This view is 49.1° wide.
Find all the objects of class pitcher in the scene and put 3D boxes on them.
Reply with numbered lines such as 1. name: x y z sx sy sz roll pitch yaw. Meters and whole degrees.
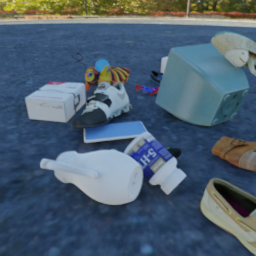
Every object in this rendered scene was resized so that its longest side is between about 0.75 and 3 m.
1. pitcher: -0.765 0.977 5.979 1.866 1.131 1.600 9 -5 24

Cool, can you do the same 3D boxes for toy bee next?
1. toy bee: -1.332 -2.222 12.486 2.627 1.720 1.428 8 70 19

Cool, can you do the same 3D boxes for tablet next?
1. tablet: -0.422 0.120 8.931 1.963 0.134 1.278 -5 21 -8

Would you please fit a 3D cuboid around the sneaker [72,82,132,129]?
1. sneaker: -0.971 -0.828 9.455 1.075 1.285 2.903 -3 19 31

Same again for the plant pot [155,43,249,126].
1. plant pot: 2.747 -1.362 9.821 2.276 2.270 2.318 -16 46 -31

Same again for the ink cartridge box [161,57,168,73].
1. ink cartridge box: 3.132 -3.175 14.765 2.314 0.981 1.685 23 35 35

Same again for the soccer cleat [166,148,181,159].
1. soccer cleat: 0.843 0.895 7.255 1.363 0.460 0.552 -17 41 -18

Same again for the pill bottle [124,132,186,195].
1. pill bottle: 0.632 0.825 6.456 1.360 0.814 0.814 44 43 16

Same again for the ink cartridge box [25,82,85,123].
1. ink cartridge box: -2.651 -1.025 10.559 1.488 0.854 2.048 5 27 11

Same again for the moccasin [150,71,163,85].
1. moccasin: 1.557 -2.448 13.732 0.592 0.502 1.472 -37 40 -25

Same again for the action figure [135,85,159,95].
1. action figure: 1.018 -1.663 12.457 1.371 0.354 0.448 4 32 -3

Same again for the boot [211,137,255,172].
1. boot: 3.288 0.568 7.767 1.735 0.665 1.347 -30 35 -33

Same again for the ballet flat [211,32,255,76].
1. ballet flat: 3.913 -2.272 9.084 2.759 0.860 0.930 15 -21 -19

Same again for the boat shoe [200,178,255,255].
1. boat shoe: 2.395 1.715 5.122 2.381 0.790 0.881 24 35 39
